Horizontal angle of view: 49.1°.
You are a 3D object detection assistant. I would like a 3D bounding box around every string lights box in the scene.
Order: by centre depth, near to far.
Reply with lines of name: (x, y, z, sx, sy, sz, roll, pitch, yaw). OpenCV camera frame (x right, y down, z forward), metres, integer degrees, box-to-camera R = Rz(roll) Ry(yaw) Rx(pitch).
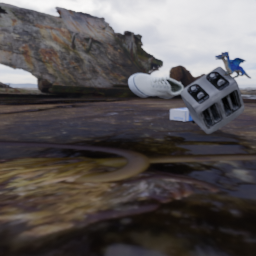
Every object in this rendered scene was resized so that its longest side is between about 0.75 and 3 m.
string lights box: (3.512, -0.779, 16.045, 2.136, 0.630, 1.097, -7, 11, -38)

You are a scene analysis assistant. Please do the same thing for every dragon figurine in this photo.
dragon figurine: (3.790, -2.187, 9.811, 1.591, 0.791, 0.468, 9, -1, -13)

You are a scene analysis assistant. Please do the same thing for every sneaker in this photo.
sneaker: (0.954, -1.422, 9.084, 2.172, 0.793, 0.769, -1, -14, -44)

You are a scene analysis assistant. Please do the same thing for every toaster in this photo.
toaster: (3.230, -0.962, 10.759, 1.861, 2.058, 1.221, -33, 41, 4)
